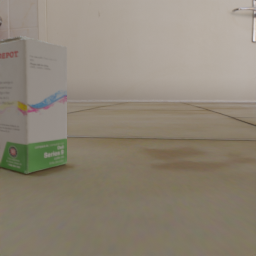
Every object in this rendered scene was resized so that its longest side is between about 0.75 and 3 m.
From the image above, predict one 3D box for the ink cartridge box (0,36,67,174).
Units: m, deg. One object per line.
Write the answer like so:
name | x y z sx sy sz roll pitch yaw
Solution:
ink cartridge box | -1.644 -0.357 4.312 1.324 1.822 0.797 5 9 36
